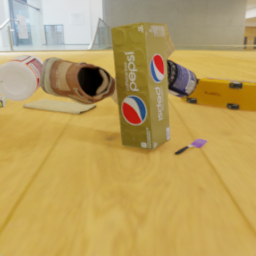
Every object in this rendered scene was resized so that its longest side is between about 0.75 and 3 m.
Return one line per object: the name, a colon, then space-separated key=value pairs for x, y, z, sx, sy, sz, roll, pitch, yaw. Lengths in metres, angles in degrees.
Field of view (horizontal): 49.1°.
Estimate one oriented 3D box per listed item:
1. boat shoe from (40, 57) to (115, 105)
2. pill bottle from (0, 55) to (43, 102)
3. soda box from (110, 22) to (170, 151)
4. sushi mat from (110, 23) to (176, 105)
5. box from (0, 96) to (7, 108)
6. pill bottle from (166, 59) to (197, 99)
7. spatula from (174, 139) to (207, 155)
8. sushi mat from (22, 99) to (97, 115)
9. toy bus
boat shoe: x=-0.835 y=-0.967 z=6.306 sx=0.924 sy=0.974 sz=2.573 roll=7 pitch=8 yaw=22
pill bottle: x=-2.769 y=-1.405 z=7.473 sx=0.982 sy=0.982 sz=1.792 roll=-1 pitch=22 yaw=-4
soda box: x=0.329 y=-0.954 z=6.562 sx=0.943 sy=2.785 sz=0.892 roll=5 pitch=17 yaw=36
sushi mat: x=0.449 y=-1.939 z=9.080 sx=0.173 sy=2.866 sz=1.371 roll=39 pitch=-5 yaw=31
box: x=-5.504 y=-0.963 z=10.636 sx=1.533 sy=0.266 sz=0.844 roll=-4 pitch=19 yaw=-11
pill bottle: x=1.353 y=-1.613 z=9.006 sx=1.783 sy=0.997 sz=0.997 roll=13 pitch=5 yaw=-44
spatula: x=1.476 y=0.459 z=6.715 sx=1.086 sy=0.112 sz=0.307 roll=-16 pitch=23 yaw=-39
sushi mat: x=-2.513 y=-0.806 z=10.375 sx=2.526 sy=0.153 sz=1.208 roll=8 pitch=19 yaw=22
toy bus: x=3.598 y=-1.362 z=10.704 sx=2.987 sy=0.972 sz=1.169 roll=13 pitch=23 yaw=33
